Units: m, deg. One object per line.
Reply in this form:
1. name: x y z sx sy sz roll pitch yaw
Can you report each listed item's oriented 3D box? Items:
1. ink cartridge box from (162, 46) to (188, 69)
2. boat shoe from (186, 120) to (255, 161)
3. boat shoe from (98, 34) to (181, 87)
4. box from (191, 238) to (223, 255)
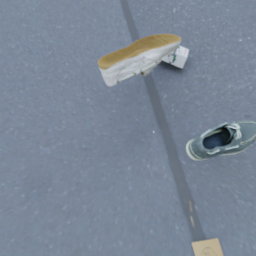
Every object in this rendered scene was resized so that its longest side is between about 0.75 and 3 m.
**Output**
1. ink cartridge box: 1.793 -3.099 11.622 1.321 0.557 0.965 22 38 0
2. boat shoe: 2.666 0.270 7.383 2.309 0.713 0.841 -16 74 -17
3. boat shoe: 0.418 -2.124 8.811 2.827 0.980 1.001 -25 40 -15
4. box: 2.267 3.632 7.785 0.779 0.101 0.953 -8 58 -5
